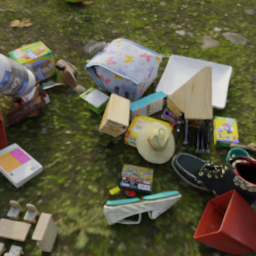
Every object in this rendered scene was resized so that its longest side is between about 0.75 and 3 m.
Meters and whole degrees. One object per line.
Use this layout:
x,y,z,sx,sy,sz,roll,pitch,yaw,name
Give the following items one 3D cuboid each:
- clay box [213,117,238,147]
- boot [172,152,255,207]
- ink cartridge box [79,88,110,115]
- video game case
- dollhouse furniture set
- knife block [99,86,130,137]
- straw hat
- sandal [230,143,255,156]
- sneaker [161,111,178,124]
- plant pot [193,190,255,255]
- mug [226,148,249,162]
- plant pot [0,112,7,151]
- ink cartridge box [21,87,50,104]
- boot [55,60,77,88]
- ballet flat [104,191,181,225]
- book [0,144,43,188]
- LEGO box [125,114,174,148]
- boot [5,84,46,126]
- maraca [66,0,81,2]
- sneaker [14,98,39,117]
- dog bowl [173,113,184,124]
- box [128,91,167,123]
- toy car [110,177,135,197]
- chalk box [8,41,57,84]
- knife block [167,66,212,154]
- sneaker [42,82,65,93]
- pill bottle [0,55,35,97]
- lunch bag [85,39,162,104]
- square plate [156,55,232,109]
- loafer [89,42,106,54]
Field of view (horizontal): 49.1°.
3.778,0.086,10.889,0.824,0.341,1.434,7,50,6,clay box
2.741,1.280,8.516,2.867,2.166,1.035,32,66,19,boot
-1.394,-1.175,11.948,1.086,0.412,0.803,32,56,25,ink cartridge box
0.272,1.701,9.462,1.089,0.139,0.984,11,43,0,video game case
-2.979,2.894,7.943,1.649,1.073,1.515,8,49,7,dollhouse furniture set
-0.383,-0.783,10.508,0.758,2.369,2.079,19,78,-10,knife block
1.063,0.382,9.572,1.562,0.661,1.562,7,67,-16,straw hat
4.379,0.719,10.103,1.375,0.552,0.371,13,71,5,sandal
1.744,-0.445,11.350,0.814,0.360,0.327,25,52,19,sneaker
2.884,2.783,7.878,1.203,1.365,1.363,36,57,1,plant pot
3.750,1.147,9.842,0.845,0.522,0.694,-5,50,-4,mug
-5.492,-0.051,9.930,1.982,2.247,2.249,-11,49,-23,plant pot
-3.995,-1.288,12.046,0.987,0.419,0.719,32,57,23,ink cartridge box
-2.700,-2.562,13.007,1.498,0.526,1.095,51,25,-4,boot
0.468,2.500,8.637,2.418,0.815,0.754,-8,84,-3,ballet flat
-3.921,1.266,9.822,1.581,0.380,1.056,33,48,26,book
0.809,0.251,10.568,1.561,0.602,1.162,18,51,15,LEGO box
-4.233,-0.948,11.433,1.781,0.572,1.660,-30,38,7,boot
-3.671,-9.123,18.208,2.860,1.530,1.961,15,80,30,maraca
-4.239,-0.849,11.531,1.083,0.607,0.420,13,49,11,sneaker
2.392,-0.632,11.342,1.254,0.368,1.254,10,47,-11,dog bowl
0.772,-0.886,11.500,1.719,0.707,0.422,-24,53,-20,box
-0.193,1.951,9.341,0.840,0.187,0.790,6,44,-6,toy car
-4.562,-2.860,12.850,2.063,1.277,1.283,-30,55,-24,chalk box
2.716,-0.564,10.252,2.779,0.889,2.440,-39,70,-7,knife block
-3.397,-1.934,12.644,1.054,0.354,0.473,-15,56,-9,sneaker
-4.668,-1.940,10.650,1.407,2.473,1.407,0,88,10,pill bottle
-0.214,-2.622,12.421,2.648,1.684,2.246,29,56,11,lunch bag
3.039,-2.114,12.770,2.939,0.422,2.967,15,50,13,square plate
-1.429,-3.709,12.750,0.391,1.088,0.342,0,78,-46,loafer
